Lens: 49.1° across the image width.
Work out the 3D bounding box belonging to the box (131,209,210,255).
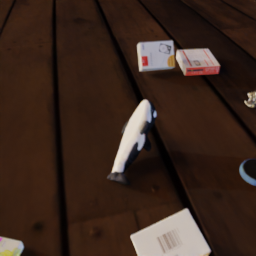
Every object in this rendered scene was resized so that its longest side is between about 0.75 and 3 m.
[{"bbox_3d":[0.896,2.575,5.918,1.268,1.666,0.886,-25,58,-4],"label":"box"}]

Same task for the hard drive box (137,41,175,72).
[{"bbox_3d":[1.306,-3.378,13.227,1.611,1.255,0.618,-7,6,-9],"label":"hard drive box"}]

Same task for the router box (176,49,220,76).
[{"bbox_3d":[3.414,-3.285,13.904,1.658,0.451,1.848,-3,41,-4],"label":"router box"}]

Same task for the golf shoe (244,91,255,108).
[{"bbox_3d":[5.113,-1.343,11.226,0.512,1.084,0.421,33,9,19],"label":"golf shoe"}]

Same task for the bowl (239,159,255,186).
[{"bbox_3d":[4.022,1.369,8.730,1.021,0.200,1.021,0,41,0],"label":"bowl"}]

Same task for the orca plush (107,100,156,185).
[{"bbox_3d":[0.416,0.537,8.937,1.008,1.491,2.835,30,57,-22],"label":"orca plush"}]

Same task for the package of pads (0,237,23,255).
[{"bbox_3d":[-3.001,3.090,6.659,0.688,0.304,0.890,8,42,9],"label":"package of pads"}]
